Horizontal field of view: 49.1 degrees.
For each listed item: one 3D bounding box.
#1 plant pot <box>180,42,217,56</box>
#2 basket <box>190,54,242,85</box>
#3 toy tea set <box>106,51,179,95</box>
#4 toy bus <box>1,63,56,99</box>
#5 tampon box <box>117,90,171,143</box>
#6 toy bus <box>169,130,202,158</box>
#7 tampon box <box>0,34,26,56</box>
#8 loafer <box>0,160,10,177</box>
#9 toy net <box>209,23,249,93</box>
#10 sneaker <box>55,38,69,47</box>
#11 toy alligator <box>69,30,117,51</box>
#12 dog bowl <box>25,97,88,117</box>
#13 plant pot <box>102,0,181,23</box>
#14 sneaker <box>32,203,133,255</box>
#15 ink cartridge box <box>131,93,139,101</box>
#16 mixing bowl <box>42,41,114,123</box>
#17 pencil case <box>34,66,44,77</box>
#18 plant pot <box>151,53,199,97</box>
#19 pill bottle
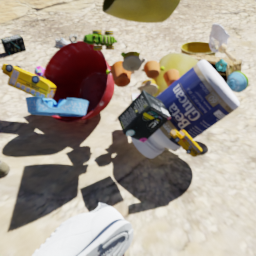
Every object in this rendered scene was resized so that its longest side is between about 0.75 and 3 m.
[{"bbox_3d":[2.851,-2.823,11.516,1.444,1.025,1.444,-2,36,1],"label":"plant pot"},{"bbox_3d":[2.619,-1.695,9.072,1.644,1.174,1.225,22,28,36],"label":"basket"},{"bbox_3d":[0.453,-1.561,7.787,2.056,1.223,0.761,16,51,-32],"label":"toy tea set"},{"bbox_3d":[-3.153,-1.449,8.799,1.681,0.658,0.547,23,10,3],"label":"toy bus"},{"bbox_3d":[0.364,-0.246,6.691,0.728,0.972,0.613,24,31,-39],"label":"tampon box"},{"bbox_3d":[1.339,0.338,6.534,0.329,0.839,0.273,-43,24,6],"label":"toy bus"},{"bbox_3d":[-5.345,-3.875,13.059,0.881,0.660,0.556,-28,48,-28],"label":"tampon box"},{"bbox_3d":[-3.891,1.033,7.541,1.344,0.453,0.511,-3,41,-3],"label":"loafer"},{"bbox_3d":[2.672,-1.926,7.944,0.394,2.042,1.071,-26,16,-29],"label":"toy net"},{"bbox_3d":[-3.108,-4.129,13.558,0.946,0.410,0.355,5,40,4],"label":"sneaker"},{"bbox_3d":[-0.858,-2.457,7.848,1.638,0.543,0.394,-15,17,-40],"label":"toy alligator"},{"bbox_3d":[-2.099,-0.602,8.273,1.834,0.455,1.022,2,-3,-6],"label":"dog bowl"},{"bbox_3d":[0.436,-3.113,6.244,1.330,1.873,1.873,24,34,-24],"label":"plant pot"},{"bbox_3d":[-1.278,2.537,5.518,2.864,1.094,1.153,-23,36,-32],"label":"sneaker"},{"bbox_3d":[0.326,-0.752,8.463,0.396,0.226,0.764,-1,40,-4],"label":"ink cartridge box"},{"bbox_3d":[-1.418,-1.331,9.173,2.579,2.579,1.397,27,4,28],"label":"mixing bowl"},{"bbox_3d":[-3.134,-1.943,10.788,1.089,0.481,0.481,36,51,13],"label":"pencil case"},{"bbox_3d":[1.511,-1.133,9.103,2.075,2.075,1.473,25,64,26],"label":"plant pot"},{"bbox_3d":[1.361,-0.359,7.448,2.722,1.512,1.512,-39,26,24],"label":"pill bottle"}]
